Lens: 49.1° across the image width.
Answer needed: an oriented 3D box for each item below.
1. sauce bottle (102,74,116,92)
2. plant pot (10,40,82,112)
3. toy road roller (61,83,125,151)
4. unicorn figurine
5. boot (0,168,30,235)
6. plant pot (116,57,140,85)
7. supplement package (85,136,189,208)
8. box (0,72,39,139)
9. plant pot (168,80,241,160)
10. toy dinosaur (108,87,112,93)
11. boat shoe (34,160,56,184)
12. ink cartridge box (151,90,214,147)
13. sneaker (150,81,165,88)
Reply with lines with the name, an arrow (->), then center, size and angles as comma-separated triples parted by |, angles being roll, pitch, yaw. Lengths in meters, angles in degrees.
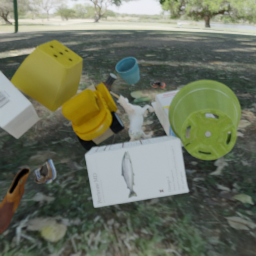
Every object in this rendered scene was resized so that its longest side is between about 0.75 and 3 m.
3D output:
sauce bottle -> -1.171, -1.716, 12.985 | 0.585, 1.808, 0.585 | 29, 27, -17
plant pot -> -3.203, -2.389, 11.909 | 2.201, 1.941, 2.201 | 35, 33, -1
toy road roller -> -1.338, -0.663, 9.217 | 1.532, 1.820, 2.493 | -32, 49, 6
unicorn figurine -> 0.273, -0.334, 9.494 | 1.363, 1.984, 0.733 | -4, -7, -45
boot -> -2.959, 1.900, 7.029 | 0.527, 1.540, 1.450 | 35, 49, -6
plant pot -> 0.075, -2.406, 12.143 | 0.947, 0.890, 0.947 | -14, 49, 17
supplement package -> 0.221, 1.133, 7.772 | 2.474, 1.446, 1.451 | -10, 3, 0
box -> -4.338, -0.719, 10.191 | 1.231, 1.571, 2.526 | -44, 1, -16
plant pot -> 2.196, -0.104, 7.997 | 2.251, 2.251, 2.137 | 6, 18, 11
toy dinosaur -> -1.069, -1.473, 11.760 | 1.490, 0.656, 0.354 | 16, 28, -33
boat shoe -> -2.465, 1.373, 8.228 | 0.498, 1.375, 0.497 | -13, 66, -29
ink cartridge box -> 2.096, -0.653, 11.188 | 1.634, 0.963, 2.838 | -12, 44, -9
sneaker -> 1.471, -2.313, 14.594 | 0.939, 0.362, 0.384 | 16, 2, 44
